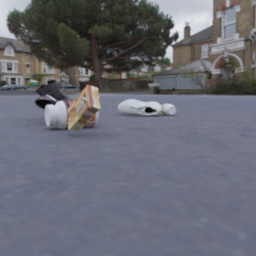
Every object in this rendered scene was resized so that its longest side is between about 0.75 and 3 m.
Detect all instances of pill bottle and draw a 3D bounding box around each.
[{"bbox_3d":[-2.284,-0.542,11.335,1.969,1.112,1.112,-5,10,-30],"label":"pill bottle"},{"bbox_3d":[2.339,-1.053,16.269,0.654,0.654,1.175,-2,9,-11],"label":"pill bottle"}]

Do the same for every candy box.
[{"bbox_3d":[-1.523,-0.615,9.417,0.420,0.877,1.520,14,-39,-35],"label":"candy box"}]

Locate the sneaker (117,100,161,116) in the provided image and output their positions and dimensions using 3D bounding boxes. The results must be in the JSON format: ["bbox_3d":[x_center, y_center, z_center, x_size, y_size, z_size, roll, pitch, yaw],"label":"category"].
[{"bbox_3d":[0.606,-1.119,15.971,2.545,0.895,1.020,1,15,10],"label":"sneaker"}]

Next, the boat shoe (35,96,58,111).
[{"bbox_3d":[-3.050,-0.771,12.431,2.422,0.810,0.690,23,21,15],"label":"boat shoe"}]

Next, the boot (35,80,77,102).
[{"bbox_3d":[-3.275,-1.572,13.892,2.739,1.803,0.956,-14,25,22],"label":"boot"}]
